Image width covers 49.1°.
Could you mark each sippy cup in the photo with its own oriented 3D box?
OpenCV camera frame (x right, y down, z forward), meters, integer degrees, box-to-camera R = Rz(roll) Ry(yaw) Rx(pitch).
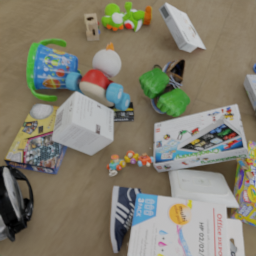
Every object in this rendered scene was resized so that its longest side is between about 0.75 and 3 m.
[{"bbox_3d":[-3.085,-2.442,11.720,1.841,2.513,1.973,7,15,-8],"label":"sippy cup"}]

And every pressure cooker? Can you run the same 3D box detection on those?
[{"bbox_3d":[-3.914,2.186,7.947,2.373,2.119,2.087,-19,94,-15],"label":"pressure cooker"}]

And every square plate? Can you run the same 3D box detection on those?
[{"bbox_3d":[2.268,1.786,8.744,1.881,0.270,1.899,5,18,3],"label":"square plate"}]

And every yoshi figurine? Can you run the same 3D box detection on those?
[{"bbox_3d":[-0.134,-6.000,14.694,2.624,1.475,1.469,-6,45,-2],"label":"yoshi figurine"}]

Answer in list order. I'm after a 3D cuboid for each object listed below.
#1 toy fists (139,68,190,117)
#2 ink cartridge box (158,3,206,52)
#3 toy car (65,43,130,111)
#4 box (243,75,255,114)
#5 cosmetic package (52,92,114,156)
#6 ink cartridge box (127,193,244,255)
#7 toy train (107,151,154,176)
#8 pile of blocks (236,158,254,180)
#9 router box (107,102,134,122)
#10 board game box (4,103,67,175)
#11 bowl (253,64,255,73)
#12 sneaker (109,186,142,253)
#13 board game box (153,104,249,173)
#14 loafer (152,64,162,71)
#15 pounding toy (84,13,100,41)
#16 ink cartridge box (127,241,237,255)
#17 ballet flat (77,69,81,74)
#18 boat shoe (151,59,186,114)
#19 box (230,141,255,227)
[{"bbox_3d":[1.289,-1.286,10.579,2.135,0.734,1.088,47,55,9],"label":"toy fists"},{"bbox_3d":[2.626,-4.710,13.473,2.020,0.507,2.328,-6,67,-52],"label":"ink cartridge box"},{"bbox_3d":[-0.825,-2.054,10.524,2.040,1.958,2.214,18,83,18],"label":"toy car"},{"bbox_3d":[5.970,-1.126,11.102,2.066,0.546,2.651,2,46,1],"label":"box"},{"bbox_3d":[-1.522,-0.097,9.681,1.629,1.344,1.343,25,47,-32],"label":"cosmetic package"},{"bbox_3d":[1.504,2.690,6.875,2.837,0.962,1.633,5,53,7],"label":"ink cartridge box"},{"bbox_3d":[0.011,1.093,9.427,1.559,0.434,1.171,-16,14,-10],"label":"toy train"},{"bbox_3d":[3.444,1.124,8.164,0.256,0.338,0.824,-27,43,8],"label":"pile of blocks"},{"bbox_3d":[-0.299,-0.637,11.219,1.045,0.273,0.822,-2,53,-2],"label":"router box"},{"bbox_3d":[-3.091,0.318,10.364,1.824,0.466,2.692,9,53,7],"label":"board game box"},{"bbox_3d":[6.175,-2.676,12.852,0.833,0.163,0.833,0,52,0],"label":"bowl"},{"bbox_3d":[0.016,2.676,8.413,1.099,0.710,2.026,0,50,2],"label":"sneaker"},{"bbox_3d":[2.330,0.364,9.503,2.984,0.516,1.884,-13,47,23],"label":"board game box"},{"bbox_3d":[1.428,-2.447,12.496,0.479,0.444,1.275,-13,54,-10],"label":"loafer"},{"bbox_3d":[-1.765,-4.998,13.865,0.710,1.363,1.552,-7,53,-6],"label":"pounding toy"},{"bbox_3d":[1.679,3.674,7.419,2.335,1.064,2.834,-31,57,-20],"label":"ink cartridge box"},{"bbox_3d":[-2.632,-2.617,12.716,1.092,0.365,0.366,7,31,7],"label":"ballet flat"},{"bbox_3d":[1.691,-1.831,11.401,0.984,0.986,2.723,29,59,-18],"label":"boat shoe"},{"bbox_3d":[4.498,1.882,8.620,2.126,1.347,2.207,14,53,12],"label":"box"}]
